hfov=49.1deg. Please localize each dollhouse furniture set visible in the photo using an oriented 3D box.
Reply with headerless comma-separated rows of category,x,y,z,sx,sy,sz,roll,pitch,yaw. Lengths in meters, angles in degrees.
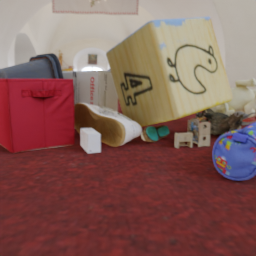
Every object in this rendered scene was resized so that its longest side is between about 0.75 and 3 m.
dollhouse furniture set,1.705,0.137,7.925,0.989,0.693,0.697,-3,10,-16

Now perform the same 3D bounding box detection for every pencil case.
pencil case,2.645,0.341,5.790,0.916,1.020,2.348,13,16,40

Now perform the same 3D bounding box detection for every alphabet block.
alphabet block,1.223,-1.644,8.878,2.613,2.676,2.627,-18,3,-32

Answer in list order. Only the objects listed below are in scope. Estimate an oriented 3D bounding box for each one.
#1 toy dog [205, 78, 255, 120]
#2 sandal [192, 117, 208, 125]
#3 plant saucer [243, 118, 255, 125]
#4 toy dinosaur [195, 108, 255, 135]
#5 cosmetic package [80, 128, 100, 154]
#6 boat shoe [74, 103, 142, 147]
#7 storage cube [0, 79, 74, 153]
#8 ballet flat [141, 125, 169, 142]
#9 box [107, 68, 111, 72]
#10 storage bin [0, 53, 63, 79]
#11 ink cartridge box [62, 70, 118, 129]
toy dog,4.665,-0.902,11.643,2.507,2.430,1.749,-4,51,-7
sandal,3.057,-0.308,11.167,0.728,0.489,1.812,-3,10,-16
plant saucer,5.627,-0.291,11.735,1.514,0.278,1.511,-5,11,-26
toy dinosaur,3.070,-0.159,9.608,1.419,1.068,2.775,12,4,2
cosmetic package,-1.017,0.321,7.438,0.348,0.496,0.978,-3,11,-20
boat shoe,-0.738,-0.126,8.757,1.020,1.042,2.944,-7,21,-39
storage cube,-2.706,-0.458,7.946,1.779,1.871,2.081,-7,13,-37
ballet flat,0.723,0.183,8.544,0.539,0.505,1.489,-18,-2,32
box,0.112,-1.888,13.321,2.673,1.525,2.907,44,4,-10
storage bin,-3.238,-0.982,9.468,1.996,2.743,1.842,9,25,42
ink cartridge box,-1.846,-1.087,10.801,2.933,2.130,1.223,6,8,34
